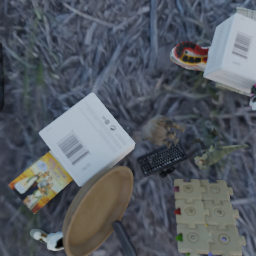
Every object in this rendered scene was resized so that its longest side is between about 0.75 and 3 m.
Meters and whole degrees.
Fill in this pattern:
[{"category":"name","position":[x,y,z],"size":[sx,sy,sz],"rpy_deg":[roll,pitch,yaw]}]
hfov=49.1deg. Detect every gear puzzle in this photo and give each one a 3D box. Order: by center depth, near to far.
[{"category":"gear puzzle","position":[1.900,2.471,6.696],"size":[1.546,0.391,2.985],"rpy_deg":[0,39,6]}]

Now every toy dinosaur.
[{"category":"toy dinosaur","position":[2.340,0.527,7.672],"size":[2.107,0.500,0.929],"rpy_deg":[-17,59,-32]}]

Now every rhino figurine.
[{"category":"rhino figurine","position":[0.788,0.142,7.183],"size":[0.805,1.841,0.550],"rpy_deg":[25,75,-1]}]

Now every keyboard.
[{"category":"keyboard","position":[1.006,0.966,7.907],"size":[1.335,0.171,0.802],"rpy_deg":[-23,79,-3]}]

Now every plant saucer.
[{"category":"plant saucer","position":[-0.699,1.947,6.710],"size":[0.355,2.413,2.413],"rpy_deg":[26,80,27]}]

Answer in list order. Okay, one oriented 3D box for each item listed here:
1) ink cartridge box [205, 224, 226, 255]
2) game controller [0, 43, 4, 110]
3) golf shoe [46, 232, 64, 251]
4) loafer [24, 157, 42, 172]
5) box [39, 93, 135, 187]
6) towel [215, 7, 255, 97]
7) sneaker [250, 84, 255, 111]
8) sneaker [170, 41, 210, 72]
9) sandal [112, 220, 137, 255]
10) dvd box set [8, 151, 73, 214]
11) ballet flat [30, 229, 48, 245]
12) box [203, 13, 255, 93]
[{"category":"ink cartridge box","position":[2.279,2.871,7.544],"size":[0.830,0.197,0.840],"rpy_deg":[-34,79,-6]},{"category":"game controller","position":[-4.409,-1.599,8.310],"size":[1.298,0.524,2.488],"rpy_deg":[-4,79,-16]},{"category":"golf shoe","position":[-1.370,2.774,7.130],"size":[1.331,0.647,0.521],"rpy_deg":[-19,93,-29]},{"category":"loafer","position":[-2.581,1.043,7.838],"size":[0.777,0.271,0.292],"rpy_deg":[-34,106,-23]},{"category":"box","position":[-1.034,0.357,7.515],"size":[1.779,1.163,1.770],"rpy_deg":[-39,82,-7]},{"category":"towel","position":[3.812,-1.999,7.945],"size":[2.344,0.420,2.434],"rpy_deg":[13,90,-11]},{"category":"sneaker","position":[3.128,-0.798,6.590],"size":[0.528,1.315,0.568],"rpy_deg":[-9,99,20]},{"category":"sneaker","position":[2.160,-2.035,8.199],"size":[1.987,0.816,0.773],"rpy_deg":[13,90,-15]},{"category":"sandal","position":[-0.013,2.974,7.362],"size":[0.260,0.462,1.214],"rpy_deg":[-24,93,-41]},{"category":"dvd box set","position":[-2.296,1.440,7.558],"size":[1.414,0.208,1.034],"rpy_deg":[-41,92,-22]},{"category":"ballet flat","position":[-2.287,2.926,7.498],"size":[0.783,0.249,0.264],"rpy_deg":[23,80,4]},{"category":"box","position":[2.928,-1.842,7.175],"size":[1.462,0.956,1.455],"rpy_deg":[17,85,-11]}]
